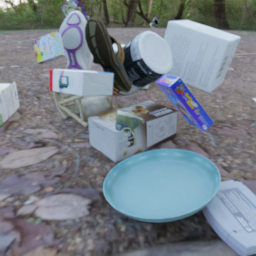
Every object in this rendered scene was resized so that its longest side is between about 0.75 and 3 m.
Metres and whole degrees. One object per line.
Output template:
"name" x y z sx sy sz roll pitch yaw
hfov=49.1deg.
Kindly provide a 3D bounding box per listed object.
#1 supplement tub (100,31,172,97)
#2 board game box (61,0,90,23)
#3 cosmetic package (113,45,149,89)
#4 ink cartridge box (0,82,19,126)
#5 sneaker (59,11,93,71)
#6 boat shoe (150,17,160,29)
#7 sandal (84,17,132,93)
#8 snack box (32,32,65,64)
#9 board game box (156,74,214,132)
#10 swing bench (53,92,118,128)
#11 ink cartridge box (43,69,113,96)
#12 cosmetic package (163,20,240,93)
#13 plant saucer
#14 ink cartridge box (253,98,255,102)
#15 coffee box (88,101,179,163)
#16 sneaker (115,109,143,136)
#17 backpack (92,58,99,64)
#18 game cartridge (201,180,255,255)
"supplement tub" 0.159 -2.119 9.950 1.592 1.592 2.598 -24 2 -41
"board game box" -2.279 -5.011 12.829 1.050 1.750 0.283 -24 9 35
"cosmetic package" 0.054 -3.630 16.395 2.591 2.138 2.136 4 25 9
"ink cartridge box" -5.473 -1.067 11.890 0.760 1.323 2.259 1 25 2
"sneaker" -1.851 -2.974 10.331 0.998 2.667 1.328 10 38 7
"boat shoe" 1.185 -4.452 11.781 0.261 0.295 0.805 -18 34 48
"sandal" -0.462 -2.206 8.538 1.085 2.655 0.725 20 62 45
"snack box" -2.276 -2.284 8.042 0.821 0.692 0.278 -14 -2 16
"board game box" 1.449 -0.670 7.251 0.342 1.526 1.026 -42 21 1
"swing bench" -1.751 -1.149 12.146 2.095 1.359 2.084 16 30 42
"ink cartridge box" -1.257 -1.129 6.829 1.630 0.548 0.947 14 15 41
"cosmetic package" 2.822 -3.010 11.459 2.492 2.086 2.073 28 33 21
"plant saucer" 0.838 1.433 7.226 2.954 0.405 2.954 -8 23 3
"ink cartridge box" 6.496 -0.904 12.413 1.730 0.587 1.004 0 25 -1
"coffee box" 0.224 0.011 9.824 2.802 1.117 1.602 -18 31 -34
"sneaker" -0.008 -0.072 5.994 0.356 0.477 1.061 13 -3 23
"backpack" -1.417 -3.441 12.693 0.655 0.863 1.034 11 33 -13
"game cartridge" 2.527 1.995 6.495 1.388 0.421 2.082 -3 25 -13
